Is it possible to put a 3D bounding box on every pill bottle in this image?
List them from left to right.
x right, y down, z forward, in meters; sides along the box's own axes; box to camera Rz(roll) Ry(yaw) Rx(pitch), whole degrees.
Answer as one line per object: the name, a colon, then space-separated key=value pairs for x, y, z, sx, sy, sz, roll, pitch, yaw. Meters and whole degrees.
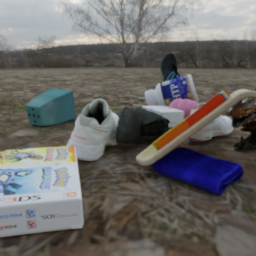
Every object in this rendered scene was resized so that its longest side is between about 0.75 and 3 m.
pill bottle: x=1.953 y=-1.498 z=12.781 sx=2.193 sy=1.313 sz=1.313 roll=-16 pitch=11 yaw=15

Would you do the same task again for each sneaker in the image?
sneaker: x=-0.737 y=-0.169 z=8.024 sx=1.124 sy=1.434 sz=2.886 roll=16 pitch=20 yaw=6
sneaker: x=0.529 y=-0.087 z=8.591 sx=1.270 sy=1.062 sz=2.798 roll=13 pitch=17 yaw=20
sneaker: x=2.387 y=-2.808 z=15.037 sx=1.054 sy=2.880 sz=1.180 roll=14 pitch=-21 yaw=-27
sneaker: x=2.749 y=-0.266 z=9.096 sx=0.876 sy=1.165 sz=2.339 roll=10 pitch=15 yaw=43

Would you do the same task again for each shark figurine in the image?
shark figurine: x=5.072 y=-0.906 z=12.426 sx=0.860 sy=1.440 sz=0.601 roll=26 pitch=30 yaw=-54

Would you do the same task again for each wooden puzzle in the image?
wooden puzzle: x=1.679 y=-0.191 z=6.893 sx=2.881 sy=0.536 sz=2.665 roll=-34 pitch=-4 yaw=21

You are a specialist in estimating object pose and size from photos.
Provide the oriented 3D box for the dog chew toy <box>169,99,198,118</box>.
dog chew toy: x=2.255 y=-0.765 z=11.086 sx=0.835 sy=0.835 sz=1.341 roll=-11 pitch=5 yaw=-34

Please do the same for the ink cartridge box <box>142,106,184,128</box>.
ink cartridge box: x=1.309 y=-0.460 z=10.799 sx=1.041 sy=0.610 sz=1.441 roll=-5 pitch=16 yaw=-28

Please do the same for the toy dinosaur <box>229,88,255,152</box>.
toy dinosaur: x=3.783 y=-0.184 z=7.441 sx=2.774 sy=1.883 sz=1.417 roll=-2 pitch=15 yaw=-12

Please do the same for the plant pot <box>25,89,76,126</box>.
plant pot: x=-3.079 y=-0.721 z=10.984 sx=1.172 sy=1.173 sz=1.660 roll=9 pitch=25 yaw=28

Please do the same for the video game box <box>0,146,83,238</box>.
video game box: x=-2.135 y=1.065 z=5.305 sx=2.400 sy=0.617 sz=2.634 roll=-1 pitch=15 yaw=-13

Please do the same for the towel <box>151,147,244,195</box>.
towel: x=1.550 y=0.876 z=6.305 sx=1.711 sy=0.424 sz=1.264 roll=13 pitch=19 yaw=41
